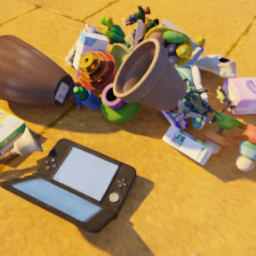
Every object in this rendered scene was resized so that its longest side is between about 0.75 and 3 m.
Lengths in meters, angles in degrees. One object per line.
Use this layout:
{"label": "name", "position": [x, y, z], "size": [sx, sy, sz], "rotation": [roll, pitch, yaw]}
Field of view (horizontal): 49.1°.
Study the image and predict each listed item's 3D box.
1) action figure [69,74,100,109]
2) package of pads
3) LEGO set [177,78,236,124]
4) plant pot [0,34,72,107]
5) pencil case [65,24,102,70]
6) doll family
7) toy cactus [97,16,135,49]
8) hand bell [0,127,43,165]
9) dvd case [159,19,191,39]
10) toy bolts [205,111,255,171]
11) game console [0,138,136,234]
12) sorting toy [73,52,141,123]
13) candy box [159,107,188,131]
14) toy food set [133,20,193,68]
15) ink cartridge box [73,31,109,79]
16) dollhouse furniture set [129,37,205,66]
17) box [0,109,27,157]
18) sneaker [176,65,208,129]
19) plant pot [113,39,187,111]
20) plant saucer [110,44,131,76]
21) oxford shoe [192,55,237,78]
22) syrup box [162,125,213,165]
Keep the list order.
{"label": "action figure", "position": [-1.769, -1.314, 10.212], "size": [1.449, 0.783, 1.498], "rotation": [-19, 76, -7]}
{"label": "package of pads", "position": [4.551, -1.134, 9.784], "size": [2.187, 0.827, 1.318], "rotation": [-3, 48, -3]}
{"label": "LEGO set", "position": [2.260, -0.675, 8.612], "size": [2.490, 0.706, 1.617], "rotation": [10, 52, -30]}
{"label": "plant pot", "position": [-3.204, -1.638, 9.423], "size": [2.420, 2.262, 2.262], "rotation": [23, 52, 12]}
{"label": "pencil case", "position": [-1.781, -3.118, 10.943], "size": [0.715, 1.839, 0.822], "rotation": [36, 26, -7]}
{"label": "doll family", "position": [0.742, -3.707, 11.082], "size": [1.353, 2.340, 0.918], "rotation": [-29, 64, -1]}
{"label": "toy cactus", "position": [-0.388, -3.551, 11.861], "size": [2.467, 1.529, 2.989], "rotation": [2, 42, -24]}
{"label": "hand bell", "position": [-3.400, 0.756, 8.050], "size": [1.660, 0.864, 0.864], "rotation": [-31, 54, -9]}
{"label": "dvd case", "position": [1.341, -2.935, 10.146], "size": [1.182, 1.573, 0.195], "rotation": [37, 16, 5]}
{"label": "toy bolts", "position": [3.303, 0.493, 8.224], "size": [1.710, 1.241, 1.790], "rotation": [18, 11, -29]}
{"label": "game console", "position": [-1.316, 1.242, 7.045], "size": [2.572, 1.497, 2.262], "rotation": [22, 60, 13]}
{"label": "sorting toy", "position": [-0.923, -1.426, 9.206], "size": [1.768, 1.208, 2.942], "rotation": [-42, 60, 9]}
{"label": "candy box", "position": [1.403, -0.527, 9.102], "size": [0.437, 0.960, 1.136], "rotation": [-35, 54, -3]}
{"label": "toy food set", "position": [1.179, -2.736, 9.541], "size": [2.150, 1.265, 0.702], "rotation": [16, 28, -2]}
{"label": "ink cartridge box", "position": [-1.443, -2.627, 10.446], "size": [0.957, 1.651, 0.560], "rotation": [2, 35, -31]}
{"label": "dollhouse furniture set", "position": [1.308, -2.961, 10.067], "size": [2.231, 1.456, 2.107], "rotation": [-46, 74, 9]}
{"label": "box", "position": [-4.645, -0.073, 9.005], "size": [2.445, 0.591, 1.435], "rotation": [27, 54, 19]}
{"label": "sneaker", "position": [1.985, -1.019, 9.340], "size": [0.953, 0.928, 2.394], "rotation": [-5, 64, -13]}
{"label": "plant pot", "position": [0.774, -1.323, 8.033], "size": [1.641, 1.882, 1.882], "rotation": [29, 40, -28]}
{"label": "plant saucer", "position": [-0.002, -2.031, 9.833], "size": [0.302, 1.947, 1.947], "rotation": [-27, 53, -19]}
{"label": "oxford shoe", "position": [3.249, -2.515, 10.738], "size": [0.850, 0.652, 2.259], "rotation": [-18, 33, -26]}
{"label": "syrup box", "position": [1.737, 0.502, 8.249], "size": [1.352, 0.551, 0.532], "rotation": [33, 89, 33]}
